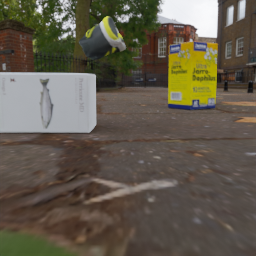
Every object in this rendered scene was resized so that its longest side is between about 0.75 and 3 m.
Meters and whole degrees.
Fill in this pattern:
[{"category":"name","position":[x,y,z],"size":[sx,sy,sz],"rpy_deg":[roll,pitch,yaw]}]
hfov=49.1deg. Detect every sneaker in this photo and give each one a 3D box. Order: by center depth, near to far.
[{"category":"sneaker","position":[-0.705,-2.289,7.276],"size":[1.018,0.896,2.405],"rpy_deg":[-26,9,6]}]

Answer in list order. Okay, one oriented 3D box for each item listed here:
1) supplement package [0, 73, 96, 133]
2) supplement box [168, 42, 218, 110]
[{"category":"supplement package","position":[-1.955,-0.629,6.682],"size":[2.280,1.333,1.338],"rpy_deg":[0,9,1]},{"category":"supplement box","position":[2.947,-2.350,12.889],"size":[1.586,2.914,1.596],"rpy_deg":[-6,10,-30]}]
